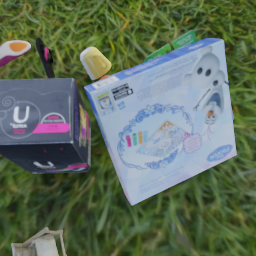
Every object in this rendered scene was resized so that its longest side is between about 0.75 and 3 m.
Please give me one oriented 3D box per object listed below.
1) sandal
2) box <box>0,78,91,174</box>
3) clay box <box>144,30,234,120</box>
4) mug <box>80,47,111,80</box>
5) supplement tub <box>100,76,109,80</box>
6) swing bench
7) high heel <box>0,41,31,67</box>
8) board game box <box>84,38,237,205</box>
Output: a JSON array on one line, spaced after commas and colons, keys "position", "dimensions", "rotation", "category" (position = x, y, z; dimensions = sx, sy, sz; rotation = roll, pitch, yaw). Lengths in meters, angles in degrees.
[{"position": [-2.300, -2.006, 8.013], "dimensions": [0.277, 0.462, 1.229], "rotation": [-21, 88, 17], "category": "sandal"}, {"position": [-1.613, 0.109, 5.782], "dimensions": [1.457, 2.384, 1.264], "rotation": [-2, 70, 0], "category": "box"}, {"position": [1.431, -0.847, 6.410], "dimensions": [1.344, 2.339, 0.557], "rotation": [-32, 31, 1], "category": "clay box"}, {"position": [-0.897, -1.900, 7.881], "dimensions": [0.897, 0.736, 0.718], "rotation": [-19, 33, 33], "category": "mug"}, {"position": [-0.312, -0.928, 7.362], "dimensions": [0.657, 0.657, 1.072], "rotation": [-33, 50, -19], "category": "supplement tub"}, {"position": [-1.697, 2.541, 5.404], "dimensions": [0.898, 0.583, 0.893], "rotation": [-28, 57, 11], "category": "swing bench"}, {"position": [-3.571, -2.064, 8.228], "dimensions": [1.507, 0.723, 0.508], "rotation": [-34, 87, -21], "category": "high heel"}, {"position": [0.844, -0.077, 5.827], "dimensions": [2.727, 2.714, 0.591], "rotation": [-23, 27, -10], "category": "board game box"}]
